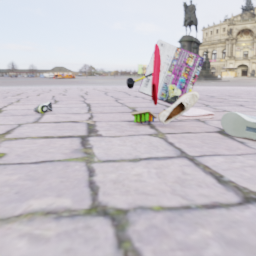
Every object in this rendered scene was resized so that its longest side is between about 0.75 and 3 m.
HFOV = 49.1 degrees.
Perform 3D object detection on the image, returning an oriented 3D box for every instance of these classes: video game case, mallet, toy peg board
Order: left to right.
[{"bbox_3d":[0.653,-2.105,12.007,1.593,0.328,0.525,-21,-19,-13],"label":"mallet"},{"bbox_3d":[0.620,-0.336,10.949,0.781,0.382,0.778,-8,-22,30],"label":"toy peg board"},{"bbox_3d":[1.958,-2.399,12.764,2.292,2.528,0.453,20,2,-5],"label":"video game case"}]

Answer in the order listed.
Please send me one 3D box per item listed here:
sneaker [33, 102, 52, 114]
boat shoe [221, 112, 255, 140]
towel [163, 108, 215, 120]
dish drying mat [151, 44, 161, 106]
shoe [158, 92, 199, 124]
[{"bbox_3d":[-4.488,-1.083,14.865,0.589,0.538,1.456,-1,9,12],"label":"sneaker"},{"bbox_3d":[3.897,0.015,8.770,0.773,0.757,2.169,5,11,-30],"label":"boat shoe"},{"bbox_3d":[2.839,-0.705,13.393,1.858,0.314,1.945,-3,12,-14],"label":"towel"},{"bbox_3d":[0.870,-1.739,8.855,0.203,0.856,2.228,0,46,11],"label":"dish drying mat"},{"bbox_3d":[1.921,-0.710,10.387,1.743,0.609,0.465,-36,21,6],"label":"shoe"}]
